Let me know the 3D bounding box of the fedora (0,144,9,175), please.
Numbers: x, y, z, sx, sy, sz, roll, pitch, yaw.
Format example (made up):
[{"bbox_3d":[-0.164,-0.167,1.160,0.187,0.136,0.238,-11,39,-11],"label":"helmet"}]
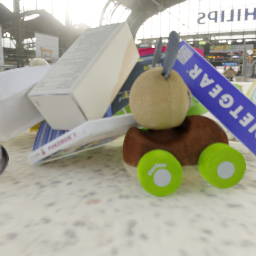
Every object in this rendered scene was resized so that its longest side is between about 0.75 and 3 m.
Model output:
[{"bbox_3d":[-2.422,0.354,4.418,1.026,0.524,1.161,22,27,-3],"label":"fedora"}]

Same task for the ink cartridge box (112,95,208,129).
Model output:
[{"bbox_3d":[0.632,-0.204,7.677,2.840,1.076,2.099,-33,-8,34],"label":"ink cartridge box"}]

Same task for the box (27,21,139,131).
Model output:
[{"bbox_3d":[-0.889,-1.254,6.499,1.292,1.058,2.721,3,48,31],"label":"box"}]

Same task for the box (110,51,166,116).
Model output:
[{"bbox_3d":[0.440,-1.559,10.241,2.615,2.062,0.667,-14,43,-21],"label":"box"}]

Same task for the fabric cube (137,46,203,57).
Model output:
[{"bbox_3d":[1.609,-2.426,13.733,2.886,2.840,2.895,-13,18,-42],"label":"fabric cube"}]

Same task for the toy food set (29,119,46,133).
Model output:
[{"bbox_3d":[-1.680,-0.081,7.751,2.292,0.749,1.348,2,39,30],"label":"toy food set"}]

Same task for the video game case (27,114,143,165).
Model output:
[{"bbox_3d":[-0.564,0.138,5.518,1.962,0.247,2.154,-25,-7,40],"label":"video game case"}]

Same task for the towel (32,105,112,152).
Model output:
[{"bbox_3d":[-1.271,-0.063,6.634,1.865,0.222,1.350,-19,30,3],"label":"towel"}]

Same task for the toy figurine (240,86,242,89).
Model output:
[{"bbox_3d":[5.187,-1.593,14.286,1.198,1.054,1.999,-1,9,21],"label":"toy figurine"}]

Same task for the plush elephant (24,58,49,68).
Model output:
[{"bbox_3d":[-3.401,-1.627,10.859,2.162,2.300,2.793,37,-21,-20],"label":"plush elephant"}]

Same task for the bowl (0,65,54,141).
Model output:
[{"bbox_3d":[-3.142,-0.627,7.066,2.952,1.102,2.947,4,29,29],"label":"bowl"}]

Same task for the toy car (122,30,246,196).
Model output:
[{"bbox_3d":[0.756,-0.372,4.678,1.832,2.323,1.908,-6,12,-6],"label":"toy car"}]

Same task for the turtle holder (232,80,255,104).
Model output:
[{"bbox_3d":[4.523,-0.894,8.872,1.862,1.740,2.450,-7,13,-27],"label":"turtle holder"}]

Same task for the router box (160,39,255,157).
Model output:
[{"bbox_3d":[1.981,-0.496,5.542,2.443,0.597,2.193,48,19,16],"label":"router box"}]
